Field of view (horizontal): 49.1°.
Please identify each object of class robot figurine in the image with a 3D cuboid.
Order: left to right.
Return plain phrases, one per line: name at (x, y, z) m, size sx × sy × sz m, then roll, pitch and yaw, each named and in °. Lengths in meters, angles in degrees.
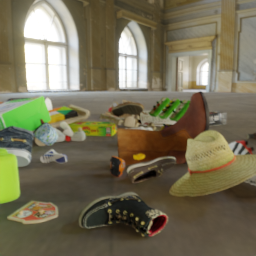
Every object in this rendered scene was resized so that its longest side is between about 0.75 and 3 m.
robot figurine at (-3.204, 1.003, 4.634) m, size 2.530 × 1.463 × 2.219 m, roll -8°, pitch 13°, yaw -39°

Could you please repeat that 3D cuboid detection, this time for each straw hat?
straw hat at (1.706, 0.579, 5.977) m, size 2.250 × 0.952 × 2.250 m, roll -24°, pitch -1°, yaw 0°

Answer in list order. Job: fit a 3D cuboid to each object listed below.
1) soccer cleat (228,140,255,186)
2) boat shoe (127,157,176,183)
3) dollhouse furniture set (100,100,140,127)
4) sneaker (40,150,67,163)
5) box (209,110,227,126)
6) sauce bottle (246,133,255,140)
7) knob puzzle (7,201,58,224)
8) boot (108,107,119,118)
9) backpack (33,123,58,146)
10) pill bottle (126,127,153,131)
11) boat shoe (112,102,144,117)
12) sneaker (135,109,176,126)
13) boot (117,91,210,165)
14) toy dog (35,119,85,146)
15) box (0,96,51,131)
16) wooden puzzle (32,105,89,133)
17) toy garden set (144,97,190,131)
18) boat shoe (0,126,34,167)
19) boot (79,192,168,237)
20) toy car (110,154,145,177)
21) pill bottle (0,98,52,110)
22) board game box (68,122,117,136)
soccer cleat at (2.849, 0.988, 6.810) m, size 1.017 × 0.820 × 2.388 m, roll -22°, pitch 17°, yaw 6°
boat shoe at (0.624, 1.043, 6.895) m, size 1.265 × 0.454 × 0.376 m, roll -12°, pitch 48°, yaw -11°
dollhouse furniture set at (-0.602, -0.854, 13.445) m, size 2.113 × 1.210 × 2.478 m, roll 14°, pitch 3°, yaw 27°
sneaker at (-2.221, 0.829, 8.475) m, size 0.769 × 0.311 × 0.444 m, roll 0°, pitch 27°, yaw 3°
box at (3.643, -0.626, 15.573) m, size 2.179 × 0.688 × 2.763 m, roll -6°, pitch 12°, yaw -31°
sauce bottle at (5.325, 0.335, 11.393) m, size 0.985 × 0.319 × 0.319 m, roll 1°, pitch 10°, yaw -5°
knob puzzle at (-1.696, 1.559, 5.271) m, size 0.903 × 0.125 × 0.903 m, roll 0°, pitch 10°, yaw 0°
boot at (-0.753, -0.986, 17.770) m, size 1.864 × 0.675 × 1.345 m, roll 11°, pitch 16°, yaw 34°
backpack at (-2.868, 0.239, 9.812) m, size 0.880 × 0.718 × 0.677 m, roll 41°, pitch -13°, yaw 23°
pill bottle at (0.373, 0.282, 10.685) m, size 1.110 × 0.635 × 0.635 m, roll -6°, pitch 12°, yaw -25°
boat shoe at (0.025, -0.954, 12.679) m, size 1.696 × 0.610 × 0.577 m, roll -2°, pitch 40°, yaw 37°
sneaker at (1.327, -0.458, 14.293) m, size 1.124 × 0.966 × 2.654 m, roll -13°, pitch 5°, yaw -42°
boot at (0.885, 0.045, 7.775) m, size 2.425 × 2.283 × 0.830 m, roll 1°, pitch 37°, yaw -7°
toy dog at (-2.714, 0.089, 10.896) m, size 1.955 × 0.942 × 1.289 m, roll -9°, pitch 19°, yaw -36°
box at (-4.606, -0.274, 10.795) m, size 2.087 × 1.143 × 2.365 m, roll -4°, pitch 20°, yaw 24°
wooden puzzle at (-3.569, -0.472, 13.061) m, size 2.893 × 0.539 × 2.676 m, roll -23°, pitch 22°, yaw -26°
toy garden set at (1.635, -0.547, 11.963) m, size 2.090 × 0.500 × 2.508 m, roll -48°, pitch 32°, yaw -17°
boat shoe at (-3.908, 0.489, 8.002) m, size 2.304 × 0.815 × 1.046 m, roll 6°, pitch 49°, yaw -12°
boot at (-0.072, 1.502, 4.686) m, size 1.276 × 0.461 × 0.964 m, roll -8°, pitch 16°, yaw -37°
toy car at (0.011, 0.939, 7.073) m, size 1.113 × 0.546 × 0.370 m, roll -9°, pitch 2°, yaw 40°
pill bottle at (-5.577, -0.890, 14.944) m, size 2.706 × 1.437 × 1.437 m, roll 0°, pitch 10°, yaw 1°
board game box at (-1.597, 0.026, 12.627) m, size 2.005 × 0.477 × 1.019 m, roll 2°, pitch 11°, yaw 9°
